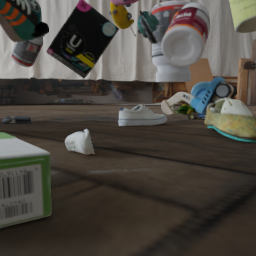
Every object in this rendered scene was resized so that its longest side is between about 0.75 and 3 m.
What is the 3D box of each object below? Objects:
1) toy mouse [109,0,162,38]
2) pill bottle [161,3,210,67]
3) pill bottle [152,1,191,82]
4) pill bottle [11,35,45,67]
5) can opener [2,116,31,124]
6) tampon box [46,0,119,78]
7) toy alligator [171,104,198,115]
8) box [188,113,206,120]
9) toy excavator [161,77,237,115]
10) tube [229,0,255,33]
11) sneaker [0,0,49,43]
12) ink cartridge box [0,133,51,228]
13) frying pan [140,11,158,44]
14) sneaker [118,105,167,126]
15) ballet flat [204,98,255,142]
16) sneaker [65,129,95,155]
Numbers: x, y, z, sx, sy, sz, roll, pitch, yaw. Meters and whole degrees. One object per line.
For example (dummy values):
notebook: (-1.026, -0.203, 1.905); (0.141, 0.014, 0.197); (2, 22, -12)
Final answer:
toy mouse: (0.135, -3.766, 9.148); (2.492, 0.543, 2.804); (27, -13, 48)
pill bottle: (1.796, -2.869, 8.384); (1.189, 1.189, 2.082); (2, 43, 23)
pill bottle: (1.790, -3.300, 11.093); (1.681, 2.902, 1.681); (-2, 7, 0)
pill bottle: (-3.240, -2.723, 9.154); (0.761, 1.314, 0.761); (29, 26, -16)
can opener: (-3.389, -0.206, 8.506); (0.833, 0.222, 0.278); (1, 38, 5)
tampon box: (-1.522, -2.938, 9.371); (1.492, 1.990, 1.257); (33, 8, -18)
toy alligator: (2.634, -0.785, 12.758); (1.767, 0.425, 0.586); (-2, 38, -26)
box: (2.748, -0.429, 10.387); (0.853, 0.196, 0.678); (4, 7, 33)
toy excavator: (3.061, -1.316, 12.513); (2.633, 2.560, 1.315); (35, 24, 27)
tube: (1.291, -1.941, 3.169); (0.482, 1.662, 0.431); (-5, -7, -6)
sneaker: (-2.875, -3.185, 7.053); (1.140, 1.018, 2.853); (-9, -11, 0)
ink cartridge box: (-1.127, 0.307, 2.043); (0.719, 0.411, 1.386); (-4, 7, -34)
frying pan: (0.491, -3.127, 8.384); (0.247, 1.518, 0.918); (-29, -18, 11)
sneaker: (0.458, -0.367, 7.941); (1.594, 0.564, 0.582); (-4, 7, -35)
ballet flat: (2.045, -0.231, 5.669); (0.796, 0.796, 2.252); (0, 6, 3)
sneaker: (-0.663, 0.216, 3.781); (0.349, 0.331, 0.866); (-12, 3, -13)
